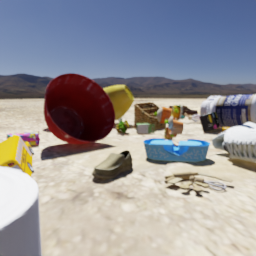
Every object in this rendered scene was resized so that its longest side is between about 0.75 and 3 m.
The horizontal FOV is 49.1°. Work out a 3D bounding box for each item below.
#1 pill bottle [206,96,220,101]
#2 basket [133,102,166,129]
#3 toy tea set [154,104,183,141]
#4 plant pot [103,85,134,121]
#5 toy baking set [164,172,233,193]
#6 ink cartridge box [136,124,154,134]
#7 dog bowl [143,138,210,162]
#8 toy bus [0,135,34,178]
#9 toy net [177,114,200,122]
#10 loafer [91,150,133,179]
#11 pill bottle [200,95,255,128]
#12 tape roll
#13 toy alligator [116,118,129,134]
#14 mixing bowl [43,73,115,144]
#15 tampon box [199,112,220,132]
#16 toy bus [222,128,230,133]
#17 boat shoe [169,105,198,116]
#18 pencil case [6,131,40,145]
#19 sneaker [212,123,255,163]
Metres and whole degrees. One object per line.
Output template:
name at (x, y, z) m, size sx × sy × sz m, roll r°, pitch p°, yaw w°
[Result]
pill bottle at (5.450, -0.950, 14.951) m, size 1.458 × 1.458 × 2.520 m, roll -6°, pitch 10°, yaw -33°
basket at (1.143, -0.604, 13.460) m, size 1.174 × 1.225 × 1.644 m, roll 7°, pitch 10°, yaw 39°
toy tea set at (1.271, -0.208, 9.216) m, size 0.761 × 1.223 × 2.056 m, roll 8°, pitch -8°, yaw -1°
plant pot at (-0.484, -1.518, 14.834) m, size 1.330 × 1.873 × 1.873 m, roll -30°, pitch -1°, yaw 18°
toy baking set at (1.382, 1.093, 5.635) m, size 1.292 × 0.150 × 0.992 m, roll -4°, pitch 12°, yaw -23°
ink cartridge box at (0.735, 0.028, 11.961) m, size 0.764 × 0.396 × 0.226 m, roll -2°, pitch 8°, yaw -12°
dog bowl at (1.327, 0.606, 7.816) m, size 1.834 × 0.455 × 1.022 m, roll 2°, pitch 9°, yaw 9°
toy bus at (-2.322, 0.654, 5.686) m, size 0.547 × 0.658 × 1.681 m, roll -31°, pitch 25°, yaw -6°
toy net at (3.114, -0.450, 15.594) m, size 2.042 × 0.394 × 1.071 m, roll 2°, pitch -20°, yaw -4°
loafer at (-0.354, 0.809, 6.394) m, size 0.511 × 0.453 × 1.344 m, roll 5°, pitch 9°, yaw 29°
pill bottle at (4.837, -0.755, 13.121) m, size 2.722 × 1.512 × 1.512 m, roll 2°, pitch 8°, yaw 44°
tape roll at (-2.161, 1.124, 2.670) m, size 2.607 × 0.912 × 2.607 m, roll -1°, pitch 8°, yaw 0°
toy alligator at (-0.219, -0.079, 12.246) m, size 0.543 × 0.394 × 1.638 m, roll -30°, pitch 15°, yaw 8°
mixing bowl at (-1.881, -0.422, 9.711) m, size 2.579 × 2.579 × 1.397 m, roll -8°, pitch -21°, yaw -42°
tampon box at (3.652, -0.284, 12.527) m, size 0.613 × 0.728 × 0.972 m, roll -16°, pitch 0°, yaw 28°
toy bus at (4.263, 0.165, 11.454) m, size 0.329 × 0.273 × 0.839 m, roll -4°, pitch 9°, yaw -26°
boat shoe at (3.812, -1.209, 19.402) m, size 2.067 × 0.727 × 0.728 m, roll 2°, pitch 7°, yaw 2°
pencil case at (-3.509, 0.376, 9.414) m, size 1.089 × 0.481 × 0.481 m, roll -4°, pitch 9°, yaw -11°
sneaker at (3.189, 0.509, 7.148) m, size 1.153 × 1.094 × 2.864 m, roll -10°, pitch 3°, yaw -4°
